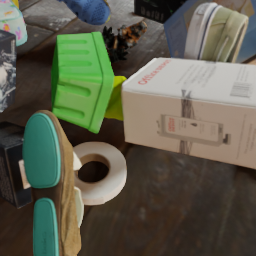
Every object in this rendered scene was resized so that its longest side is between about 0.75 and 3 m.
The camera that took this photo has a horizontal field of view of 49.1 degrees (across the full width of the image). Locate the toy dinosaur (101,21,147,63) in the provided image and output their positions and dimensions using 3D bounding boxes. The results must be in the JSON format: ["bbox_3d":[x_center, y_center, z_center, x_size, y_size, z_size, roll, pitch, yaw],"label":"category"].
[{"bbox_3d":[-0.224,-1.764,6.124,0.743,1.454,0.987,35,23,-2],"label":"toy dinosaur"}]

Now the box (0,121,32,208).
[{"bbox_3d":[-2.325,0.646,5.560,1.604,1.191,0.859,13,25,38],"label":"box"}]

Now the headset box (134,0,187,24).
[{"bbox_3d":[1.373,-4.208,8.573,2.548,2.218,1.182,21,82,6],"label":"headset box"}]

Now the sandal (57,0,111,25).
[{"bbox_3d":[-1.697,-4.030,8.647,2.516,1.000,1.095,32,22,0],"label":"sandal"}]

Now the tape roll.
[{"bbox_3d":[-0.939,1.164,7.482,1.840,0.336,1.840,0,48,0],"label":"tape roll"}]

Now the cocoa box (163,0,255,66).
[{"bbox_3d":[2.530,-2.502,7.066,1.827,2.784,1.856,-2,74,-31],"label":"cocoa box"}]

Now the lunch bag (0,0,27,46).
[{"bbox_3d":[-2.613,-1.781,5.016,1.498,0.577,1.202,-25,47,-20],"label":"lunch bag"}]

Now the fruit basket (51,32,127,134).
[{"bbox_3d":[-0.439,-0.716,4.696,1.731,1.249,1.731,14,38,-11],"label":"fruit basket"}]

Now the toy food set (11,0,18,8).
[{"bbox_3d":[-3.860,-3.646,8.297,1.111,1.888,0.617,-1,17,-25],"label":"toy food set"}]

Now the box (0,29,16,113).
[{"bbox_3d":[-2.185,-0.735,4.004,0.625,1.201,1.094,19,34,3],"label":"box"}]

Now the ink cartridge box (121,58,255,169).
[{"bbox_3d":[1.344,-0.382,4.597,2.440,1.010,1.787,11,32,23],"label":"ink cartridge box"}]

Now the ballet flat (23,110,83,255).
[{"bbox_3d":[-1.002,0.877,4.097,0.761,0.812,2.245,-9,86,27],"label":"ballet flat"}]

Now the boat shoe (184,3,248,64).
[{"bbox_3d":[1.670,-0.990,5.825,0.924,2.978,1.072,30,57,29],"label":"boat shoe"}]
